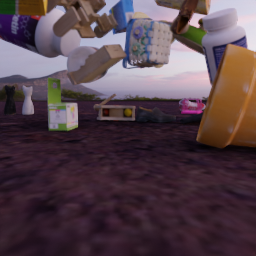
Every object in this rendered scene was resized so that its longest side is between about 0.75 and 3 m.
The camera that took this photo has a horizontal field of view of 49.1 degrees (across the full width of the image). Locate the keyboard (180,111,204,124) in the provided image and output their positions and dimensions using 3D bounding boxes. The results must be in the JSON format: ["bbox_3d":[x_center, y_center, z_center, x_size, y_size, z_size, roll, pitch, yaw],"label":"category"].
[{"bbox_3d":[3.029,-0.536,10.155,1.543,0.330,2.569,-19,-1,33],"label":"keyboard"}]

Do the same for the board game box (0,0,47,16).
[{"bbox_3d":[-2.474,-3.263,5.512,1.786,2.334,0.471,0,-25,-8],"label":"board game box"}]

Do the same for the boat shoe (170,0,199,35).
[{"bbox_3d":[1.293,-2.516,6.202,0.352,0.979,0.331,19,26,-23],"label":"boat shoe"}]

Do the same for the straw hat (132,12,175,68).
[{"bbox_3d":[1.163,-3.351,10.139,0.948,2.241,2.241,-15,-3,36],"label":"straw hat"}]

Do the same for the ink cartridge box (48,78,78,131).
[{"bbox_3d":[-1.877,-0.695,8.104,0.554,1.462,1.080,1,7,6],"label":"ink cartridge box"}]

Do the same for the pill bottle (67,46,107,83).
[{"bbox_3d":[-1.220,-2.082,9.132,1.105,1.105,1.898,1,14,5],"label":"pill bottle"}]

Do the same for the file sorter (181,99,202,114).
[{"bbox_3d":[3.408,-1.171,14.916,0.852,0.769,1.226,3,7,25],"label":"file sorter"}]

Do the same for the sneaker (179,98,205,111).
[{"bbox_3d":[3.575,-1.316,15.807,1.425,0.508,0.802,-4,-34,21],"label":"sneaker"}]

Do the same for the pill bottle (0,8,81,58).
[{"bbox_3d":[-3.107,-3.397,9.535,2.865,1.611,1.611,23,14,17],"label":"pill bottle"}]

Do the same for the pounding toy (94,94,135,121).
[{"bbox_3d":[-0.590,-0.817,10.690,1.881,1.079,1.076,2,3,20],"label":"pounding toy"}]

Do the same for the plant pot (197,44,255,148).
[{"bbox_3d":[2.358,-0.392,5.103,1.708,1.865,1.865,17,11,12],"label":"plant pot"}]

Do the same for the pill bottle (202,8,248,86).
[{"bbox_3d":[2.608,-2.123,7.535,1.122,1.875,1.122,-16,25,8],"label":"pill bottle"}]

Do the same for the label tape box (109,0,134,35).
[{"bbox_3d":[-0.266,-4.643,11.828,0.502,1.087,1.517,-13,10,-21],"label":"label tape box"}]

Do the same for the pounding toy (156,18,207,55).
[{"bbox_3d":[2.143,-3.173,8.969,2.208,1.025,1.704,21,16,-31],"label":"pounding toy"}]

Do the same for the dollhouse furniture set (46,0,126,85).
[{"bbox_3d":[-1.249,-2.435,7.456,1.391,2.095,1.836,-28,2,32],"label":"dollhouse furniture set"}]

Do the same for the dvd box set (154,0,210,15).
[{"bbox_3d":[1.342,-3.662,7.476,1.635,0.329,2.235,19,9,17],"label":"dvd box set"}]

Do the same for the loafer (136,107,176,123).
[{"bbox_3d":[0.993,-0.479,10.128,1.514,0.547,0.551,3,7,20],"label":"loafer"}]

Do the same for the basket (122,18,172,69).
[{"bbox_3d":[0.419,-2.416,7.955,1.154,1.463,1.659,-1,11,-33],"label":"basket"}]

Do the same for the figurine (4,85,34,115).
[{"bbox_3d":[-5.411,-1.396,13.940,1.487,1.451,0.640,1,7,2],"label":"figurine"}]
